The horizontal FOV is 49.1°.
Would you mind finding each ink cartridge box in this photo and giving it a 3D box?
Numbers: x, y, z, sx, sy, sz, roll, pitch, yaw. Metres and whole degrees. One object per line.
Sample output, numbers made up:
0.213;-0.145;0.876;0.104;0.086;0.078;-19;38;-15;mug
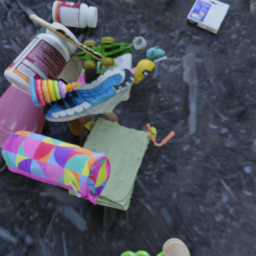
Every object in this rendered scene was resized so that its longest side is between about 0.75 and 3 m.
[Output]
-0.459;-2.076;9.101;1.126;0.334;0.585;2;71;1;ink cartridge box
2.792;-3.997;9.793;1.128;0.247;1.138;27;75;8;ink cartridge box

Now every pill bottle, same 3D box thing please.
-1.780;-3.806;9.463;1.382;0.757;0.757;7;71;2;pill bottle
-2.601;-2.063;8.621;1.223;1.223;2.232;33;75;10;pill bottle

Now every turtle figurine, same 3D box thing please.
-0.263;0.262;7.988;2.828;0.911;2.281;-32;84;-16;turtle figurine

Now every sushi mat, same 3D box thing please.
-1.627;-2.314;7.028;0.159;1.255;2.623;-57;39;6;sushi mat

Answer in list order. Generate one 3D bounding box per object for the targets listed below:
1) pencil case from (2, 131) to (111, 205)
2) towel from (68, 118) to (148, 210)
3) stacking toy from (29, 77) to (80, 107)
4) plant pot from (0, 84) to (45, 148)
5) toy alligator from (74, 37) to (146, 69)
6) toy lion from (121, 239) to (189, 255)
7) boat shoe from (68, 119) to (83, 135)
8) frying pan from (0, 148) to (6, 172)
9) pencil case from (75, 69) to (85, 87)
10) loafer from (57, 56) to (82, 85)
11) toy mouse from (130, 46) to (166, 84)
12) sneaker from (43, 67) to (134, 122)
-1.458;0.732;5.700;2.256;0.997;0.997;14;71;23;pencil case
-0.474;0.867;7.177;1.623;0.399;2.188;19;65;0;towel
-1.642;-0.865;6.401;1.089;0.632;0.598;-11;82;-9;stacking toy
-2.919;-0.279;7.498;1.646;1.646;1.474;27;91;9;plant pot
-0.520;-2.289;8.544;2.457;0.590;0.814;0;90;26;toy alligator
0.729;4.180;6.794;2.549;0.913;2.659;-34;75;-3;toy lion
-1.561;-0.440;8.301;0.452;0.451;1.283;-7;103;8;boat shoe
-4.217;0.233;8.320;1.615;0.435;2.670;8;75;2;frying pan
-1.564;-1.249;8.622;0.530;0.530;1.199;-8;84;-3;pencil case
-1.508;-1.274;7.044;0.424;0.383;1.122;31;111;4;loafer
0.455;-1.869;8.350;0.381;1.968;1.749;43;35;-12;toy mouse
-0.930;-0.611;7.165;2.423;1.050;0.908;-22;59;-14;sneaker
